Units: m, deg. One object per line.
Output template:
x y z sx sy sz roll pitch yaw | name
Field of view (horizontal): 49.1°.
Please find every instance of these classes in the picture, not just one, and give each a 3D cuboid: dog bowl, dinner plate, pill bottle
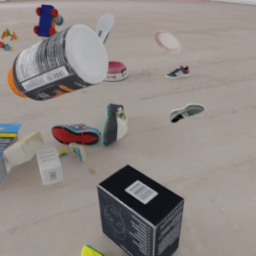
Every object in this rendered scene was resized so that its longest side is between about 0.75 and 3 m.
-0.907 -3.325 16.233 1.811 0.668 1.811 0 32 0 | dog bowl
1.728 -3.757 12.175 1.349 1.349 0.163 25 72 34 | dinner plate
-2.146 -1.655 7.902 2.969 1.577 1.577 -10 23 35 | pill bottle

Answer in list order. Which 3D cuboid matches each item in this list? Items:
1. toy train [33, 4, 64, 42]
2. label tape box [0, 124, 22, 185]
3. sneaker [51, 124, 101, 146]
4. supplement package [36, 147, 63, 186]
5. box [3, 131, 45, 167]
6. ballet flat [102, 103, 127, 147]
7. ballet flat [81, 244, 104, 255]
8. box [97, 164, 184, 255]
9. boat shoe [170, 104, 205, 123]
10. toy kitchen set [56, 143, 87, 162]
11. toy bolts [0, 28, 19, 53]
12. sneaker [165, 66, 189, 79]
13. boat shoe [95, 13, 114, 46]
-3.249 -3.875 11.609 0.877 2.071 1.198 11 6 12 | toy train
-4.809 0.856 9.472 1.845 0.810 2.559 1 32 2 | label tape box
-1.975 0.227 10.754 1.880 0.745 0.898 10 21 3 | sneaker
-2.548 1.223 9.070 0.635 0.633 1.083 -13 35 -19 | supplement package
-3.451 0.682 9.444 0.718 0.588 1.512 -21 14 8 | box
-0.487 -0.199 11.082 1.011 1.011 2.766 0 30 0 | ballet flat
-0.579 3.098 6.422 1.219 0.407 0.409 15 57 26 | ballet flat
0.262 2.115 6.623 1.763 1.734 1.093 27 41 36 | box
1.812 -0.415 8.696 1.283 0.467 0.396 -14 48 50 | boat shoe
-2.001 0.943 9.792 0.726 0.534 0.906 -20 17 -28 | toy kitchen set
-4.719 -3.401 11.092 0.589 0.849 0.811 24 15 -24 | toy bolts
2.847 -3.267 16.163 1.520 0.642 0.570 -15 35 -22 | sneaker
-1.198 -4.444 13.178 0.684 1.907 0.646 20 -6 -1 | boat shoe
